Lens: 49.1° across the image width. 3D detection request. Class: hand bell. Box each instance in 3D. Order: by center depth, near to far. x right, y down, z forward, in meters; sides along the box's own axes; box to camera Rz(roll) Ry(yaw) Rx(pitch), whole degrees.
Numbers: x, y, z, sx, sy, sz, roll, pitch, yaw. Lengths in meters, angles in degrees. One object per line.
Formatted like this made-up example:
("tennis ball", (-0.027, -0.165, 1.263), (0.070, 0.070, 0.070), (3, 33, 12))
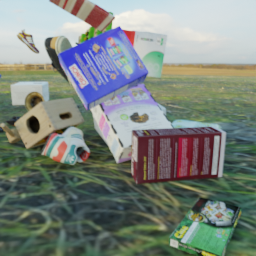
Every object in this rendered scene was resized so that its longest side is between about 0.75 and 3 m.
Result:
("hand bell", (-4.838, -1.385, 16.043), (1.157, 1.157, 2.221), (2, 2, 9))

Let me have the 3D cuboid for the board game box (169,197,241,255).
("board game box", (1.391, 1.686, 4.867), (0.824, 0.184, 1.572), (11, 18, 30))

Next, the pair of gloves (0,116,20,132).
("pair of gloves", (-5.306, -0.175, 12.032), (2.342, 0.290, 2.086), (-11, 18, -40))

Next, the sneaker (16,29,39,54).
("sneaker", (-5.148, -4.568, 14.793), (0.636, 1.412, 0.529), (-51, 20, -13))

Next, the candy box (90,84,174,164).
("candy box", (0.106, -0.223, 8.559), (1.887, 0.805, 2.249), (-12, 55, -27))

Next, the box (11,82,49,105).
("box", (-6.336, -2.265, 18.257), (1.974, 1.290, 1.963), (-1, 14, -5))

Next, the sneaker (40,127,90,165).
("sneaker", (-1.623, 0.610, 8.305), (1.098, 0.827, 2.349), (29, 8, 4))

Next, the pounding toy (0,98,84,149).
("pounding toy", (-3.038, 0.136, 9.211), (2.398, 1.097, 2.107), (-30, -4, 30))

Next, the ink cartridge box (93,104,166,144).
("ink cartridge box", (0.001, -0.316, 10.271), (2.283, 0.946, 1.676), (-13, 27, -18))

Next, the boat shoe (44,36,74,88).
("boat shoe", (-2.235, -2.307, 9.842), (0.753, 0.903, 2.419), (14, -22, 14))

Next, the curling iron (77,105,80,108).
("curling iron", (-3.372, -0.864, 14.407), (0.713, 0.368, 2.877), (-34, -6, 27))

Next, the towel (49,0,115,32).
("towel", (-1.348, -3.461, 8.038), (1.838, 0.209, 1.324), (25, -6, -20))

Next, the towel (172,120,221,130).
("towel", (2.479, 0.108, 10.532), (1.924, 0.463, 1.647), (5, 14, 19))

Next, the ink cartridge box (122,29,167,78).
("ink cartridge box", (0.347, -2.640, 9.861), (1.855, 1.493, 0.465), (5, 14, -11))

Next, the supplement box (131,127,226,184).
("supplement box", (1.205, 0.639, 6.909), (2.206, 1.200, 0.672), (-2, 14, -11))

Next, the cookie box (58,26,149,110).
("cookie box", (-0.639, -1.526, 7.155), (1.766, 1.511, 0.664), (-28, -8, -13))

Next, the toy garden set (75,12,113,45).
("toy garden set", (-1.648, -3.416, 11.770), (0.515, 2.152, 2.582), (15, -18, -36))
